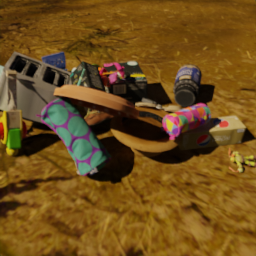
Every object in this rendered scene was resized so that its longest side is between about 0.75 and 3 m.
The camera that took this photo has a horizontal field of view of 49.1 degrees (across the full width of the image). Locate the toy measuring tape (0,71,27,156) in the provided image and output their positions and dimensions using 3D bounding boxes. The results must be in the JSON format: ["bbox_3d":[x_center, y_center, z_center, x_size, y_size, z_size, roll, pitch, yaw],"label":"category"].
[{"bbox_3d":[-4.210,-0.493,9.973,1.100,2.989,1.100,0,6,0],"label":"toy measuring tape"}]

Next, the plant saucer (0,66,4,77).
[{"bbox_3d":[-6.562,-1.768,12.984,2.621,0.505,2.621,-7,58,12],"label":"plant saucer"}]

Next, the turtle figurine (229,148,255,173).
[{"bbox_3d":[3.945,1.073,9.675,0.941,0.376,1.167,4,36,6],"label":"turtle figurine"}]

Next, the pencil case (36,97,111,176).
[{"bbox_3d":[-1.699,0.316,8.982,1.195,1.100,2.586,-35,88,-7],"label":"pencil case"}]

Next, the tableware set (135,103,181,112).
[{"bbox_3d":[1.249,-0.763,11.397,1.901,0.264,2.276,5,0,3],"label":"tableware set"}]

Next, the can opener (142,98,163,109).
[{"bbox_3d":[1.000,-0.903,11.762,0.330,0.413,1.236,4,16,-35],"label":"can opener"}]

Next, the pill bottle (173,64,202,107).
[{"bbox_3d":[2.755,-1.965,13.053,1.196,1.196,2.138,9,42,12],"label":"pill bottle"}]

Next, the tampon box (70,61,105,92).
[{"bbox_3d":[-1.588,-1.723,10.844,0.798,0.947,1.264,13,50,-45],"label":"tampon box"}]

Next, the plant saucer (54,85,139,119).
[{"bbox_3d":[-0.958,-0.837,8.917,2.733,0.441,2.733,15,-2,1],"label":"plant saucer"}]

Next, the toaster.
[{"bbox_3d":[-3.761,-1.502,11.311,2.700,1.772,2.986,18,31,-18],"label":"toaster"}]

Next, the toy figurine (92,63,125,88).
[{"bbox_3d":[-0.829,-2.113,11.592,1.403,1.144,1.524,-8,49,34],"label":"toy figurine"}]

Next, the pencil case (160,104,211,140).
[{"bbox_3d":[2.025,-0.260,9.673,1.938,0.856,0.856,-21,40,-35],"label":"pencil case"}]

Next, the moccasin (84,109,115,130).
[{"bbox_3d":[-1.307,-0.433,11.247,2.031,0.743,0.784,-26,86,-30],"label":"moccasin"}]

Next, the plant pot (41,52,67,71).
[{"bbox_3d":[-3.796,-3.270,14.700,1.187,1.067,1.187,-17,10,-12],"label":"plant pot"}]

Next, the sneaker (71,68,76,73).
[{"bbox_3d":[-2.445,-2.385,13.958,0.967,0.872,2.360,-12,36,-33],"label":"sneaker"}]

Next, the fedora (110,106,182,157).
[{"bbox_3d":[0.618,0.253,10.207,2.625,1.071,2.625,3,39,-2],"label":"fedora"}]

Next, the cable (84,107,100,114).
[{"bbox_3d":[-1.371,-0.960,11.778,0.980,0.339,0.981,-35,60,-16],"label":"cable"}]

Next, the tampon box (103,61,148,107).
[{"bbox_3d":[-0.162,-1.971,12.986,1.681,1.416,2.242,-7,37,-9],"label":"tampon box"}]

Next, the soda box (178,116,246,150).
[{"bbox_3d":[3.038,0.175,10.570,2.445,0.783,0.828,-5,37,-8],"label":"soda box"}]
